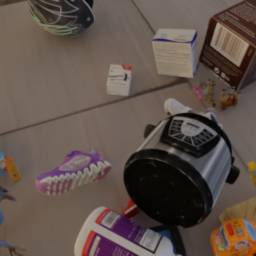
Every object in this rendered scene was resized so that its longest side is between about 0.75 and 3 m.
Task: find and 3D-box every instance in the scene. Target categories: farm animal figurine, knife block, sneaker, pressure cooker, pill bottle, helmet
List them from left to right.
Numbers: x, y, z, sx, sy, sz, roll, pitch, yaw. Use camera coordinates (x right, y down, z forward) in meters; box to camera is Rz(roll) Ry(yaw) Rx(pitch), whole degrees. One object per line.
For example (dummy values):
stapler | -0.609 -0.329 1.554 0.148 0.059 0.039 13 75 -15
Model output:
helmet | -2.903 -5.510 12.407 2.991 2.991 2.851 4 75 3
sneaker | -1.718 1.243 8.520 2.383 0.958 1.053 -13 58 -38
pill bottle | 0.073 3.114 6.924 2.573 1.447 1.447 22 58 17
sneaker | 0.162 2.195 8.549 1.254 0.491 0.724 -27 50 -32
pressure cooker | 1.504 0.965 7.950 2.880 2.572 2.533 -43 107 -44
sneaker | 2.190 -0.416 9.378 2.049 1.177 0.770 47 54 8
farm animal figurine | 3.294 -1.141 10.654 1.672 0.841 1.350 23 39 19
knife block | 3.572 3.080 7.654 2.377 0.760 2.086 -19 58 -10

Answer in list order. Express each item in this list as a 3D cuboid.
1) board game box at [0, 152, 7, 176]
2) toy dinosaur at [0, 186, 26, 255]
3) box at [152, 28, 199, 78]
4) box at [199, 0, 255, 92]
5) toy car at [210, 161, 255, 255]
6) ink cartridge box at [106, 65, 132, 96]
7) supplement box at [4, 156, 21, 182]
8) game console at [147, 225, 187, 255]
board game box | -5.580 1.235 8.989 2.495 0.697 2.443 32 62 20
toy dinosaur | -3.875 2.638 7.152 1.379 2.626 2.383 19 74 35
box | 1.917 -2.957 11.100 1.563 1.700 0.892 12 56 25
box | 4.804 -3.407 11.225 2.804 2.303 2.326 -29 60 -19
toy car | 2.892 2.106 7.586 1.412 0.958 2.878 -11 40 28
ink cartridge box | -0.354 -1.936 11.309 0.880 0.511 1.220 5 55 4
supplement box | -3.682 1.305 8.910 0.254 0.764 0.263 -24 24 -22
game console | 0.324 3.649 6.806 2.793 2.384 1.653 -11 85 -7
